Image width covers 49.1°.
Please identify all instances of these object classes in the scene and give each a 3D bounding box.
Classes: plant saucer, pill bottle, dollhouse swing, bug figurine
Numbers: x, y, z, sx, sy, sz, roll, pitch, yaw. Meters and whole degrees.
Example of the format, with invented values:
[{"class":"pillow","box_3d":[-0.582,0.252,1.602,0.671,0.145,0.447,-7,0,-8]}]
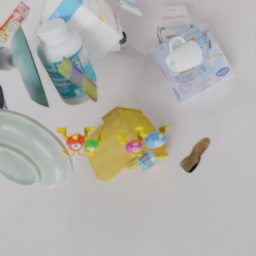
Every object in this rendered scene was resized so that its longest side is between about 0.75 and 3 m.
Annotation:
[{"class":"plant saucer","box_3d":[-2.822,0.806,7.290,2.779,2.779,0.697,17,44,9]},{"class":"pill bottle","box_3d":[-5.056,-2.748,11.058,1.678,0.929,0.929,10,60,17]},{"class":"dollhouse swing","box_3d":[-0.163,0.761,10.887,2.134,2.064,2.348,3,48,-48]},{"class":"pill bottle","box_3d":[-2.096,-2.212,9.578,1.524,2.751,1.524,-11,44,11]},{"class":"bug figurine","box_3d":[-0.379,0.406,7.413,2.864,2.221,0.737,-2,82,-7]},{"class":"plant saucer","box_3d":[-3.287,-1.913,9.282,0.496,2.757,2.757,-18,62,-13]}]

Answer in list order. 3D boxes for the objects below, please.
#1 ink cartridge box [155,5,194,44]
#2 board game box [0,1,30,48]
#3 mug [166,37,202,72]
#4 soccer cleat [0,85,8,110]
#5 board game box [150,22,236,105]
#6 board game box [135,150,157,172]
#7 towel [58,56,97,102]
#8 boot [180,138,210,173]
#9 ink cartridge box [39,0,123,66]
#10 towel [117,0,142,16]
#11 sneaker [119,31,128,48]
[{"class":"ink cartridge box","box_3d":[2.293,-4.604,13.614,1.634,0.955,2.816,-8,62,-6]},{"class":"board game box","box_3d":[-4.315,-3.555,10.007,1.881,0.436,1.425,-40,33,15]},{"class":"mug","box_3d":[1.665,-2.332,8.837,0.949,0.799,1.082,-29,103,-20]},{"class":"soccer cleat","box_3d":[-4.182,-0.522,8.986,0.784,2.300,0.842,9,30,2]},{"class":"board game box","box_3d":[2.790,-2.804,12.159,2.726,0.561,2.719,-28,85,-8]},{"class":"board game box","box_3d":[0.611,1.098,9.172,0.593,0.786,0.184,-37,58,-2]},{"class":"towel","box_3d":[-1.462,-1.444,8.451,0.170,1.492,1.072,-38,30,19]},{"class":"boot","box_3d":[1.895,0.765,7.580,1.112,0.409,0.420,-53,29,11]},{"class":"ink cartridge box","box_3d":[-1.592,-3.852,10.437,1.738,2.775,1.784,-36,43,29]},{"class":"towel","box_3d":[-0.030,-5.115,11.213,1.056,0.171,1.437,9,51,-35]},{"class":"sneaker","box_3d":[-0.964,-4.470,13.637,1.932,0.834,0.776,1,59,1]}]
